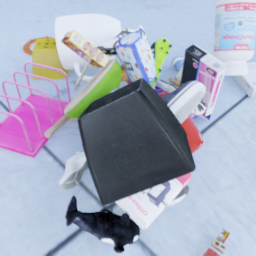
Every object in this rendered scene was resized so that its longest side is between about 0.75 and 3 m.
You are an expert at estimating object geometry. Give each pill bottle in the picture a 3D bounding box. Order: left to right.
[{"bbox_3d":[3.527,-2.974,9.329,1.296,2.383,1.296,-1,13,0],"label":"pill bottle"}]

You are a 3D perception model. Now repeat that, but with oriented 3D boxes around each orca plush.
[{"bbox_3d":[-0.323,1.828,5.705,0.684,1.924,1.012,-45,24,15],"label":"orca plush"}]

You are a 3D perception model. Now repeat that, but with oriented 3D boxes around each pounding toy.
[{"bbox_3d":[-0.895,-0.626,8.235,1.268,2.733,2.109,43,27,-15],"label":"pounding toy"}]

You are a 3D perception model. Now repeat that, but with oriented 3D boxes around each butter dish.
[{"bbox_3d":[0.995,0.301,7.798,1.907,1.410,1.902,-38,62,15],"label":"butter dish"}]

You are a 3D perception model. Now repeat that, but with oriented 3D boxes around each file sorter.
[{"bbox_3d":[-3.110,-0.684,8.647,1.741,1.571,2.505,14,45,14],"label":"file sorter"}]

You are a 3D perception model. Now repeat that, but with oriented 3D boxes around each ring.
[{"bbox_3d":[-3.978,-3.851,13.050,1.857,0.178,1.857,0,42,0],"label":"ring"}]

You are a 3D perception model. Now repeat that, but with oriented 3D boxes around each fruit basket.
[{"bbox_3d":[0.222,-1.619,10.149,1.742,0.882,1.881,3,46,-3],"label":"fruit basket"}]

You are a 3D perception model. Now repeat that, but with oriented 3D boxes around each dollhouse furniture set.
[{"bbox_3d":[1.900,2.647,5.923,0.371,0.491,0.913,32,46,30],"label":"dollhouse furniture set"}]

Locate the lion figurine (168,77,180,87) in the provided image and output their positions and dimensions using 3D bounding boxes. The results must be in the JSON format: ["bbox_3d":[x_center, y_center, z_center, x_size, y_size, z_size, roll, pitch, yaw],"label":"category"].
[{"bbox_3d":[1.664,-1.174,9.683,1.127,0.667,1.840,31,76,37],"label":"lion figurine"}]

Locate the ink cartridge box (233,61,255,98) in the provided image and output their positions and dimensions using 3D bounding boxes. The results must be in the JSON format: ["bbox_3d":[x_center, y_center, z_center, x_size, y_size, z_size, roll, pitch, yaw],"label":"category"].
[{"bbox_3d":[5.400,-2.174,11.025,2.386,0.526,2.431,-7,45,-7],"label":"ink cartridge box"}]

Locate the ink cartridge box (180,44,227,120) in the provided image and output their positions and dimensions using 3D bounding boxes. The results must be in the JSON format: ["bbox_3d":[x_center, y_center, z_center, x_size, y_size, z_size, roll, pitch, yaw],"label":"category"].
[{"bbox_3d":[2.128,-1.198,8.454,0.464,2.504,1.186,-37,61,-17],"label":"ink cartridge box"}]

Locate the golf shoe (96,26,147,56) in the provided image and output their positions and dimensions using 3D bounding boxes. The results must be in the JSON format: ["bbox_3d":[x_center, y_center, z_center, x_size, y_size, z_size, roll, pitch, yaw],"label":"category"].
[{"bbox_3d":[-0.232,-2.789,9.072,1.727,0.761,0.667,-13,1,-12],"label":"golf shoe"}]

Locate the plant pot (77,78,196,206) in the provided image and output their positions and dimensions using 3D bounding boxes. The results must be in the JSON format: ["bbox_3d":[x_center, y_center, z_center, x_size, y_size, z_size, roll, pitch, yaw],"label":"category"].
[{"bbox_3d":[0.062,0.079,5.175,1.740,1.544,1.736,-23,16,14],"label":"plant pot"}]

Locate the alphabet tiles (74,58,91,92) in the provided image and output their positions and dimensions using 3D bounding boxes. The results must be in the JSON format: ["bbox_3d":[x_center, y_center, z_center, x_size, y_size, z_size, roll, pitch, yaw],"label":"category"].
[{"bbox_3d":[-1.227,-1.365,7.410,0.035,0.936,0.782,27,75,-10],"label":"alphabet tiles"}]

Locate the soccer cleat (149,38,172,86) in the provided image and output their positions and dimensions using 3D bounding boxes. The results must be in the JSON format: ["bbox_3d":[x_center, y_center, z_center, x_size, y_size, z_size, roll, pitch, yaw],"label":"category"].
[{"bbox_3d":[0.761,-2.168,9.733,0.899,0.748,2.217,0,56,57],"label":"soccer cleat"}]

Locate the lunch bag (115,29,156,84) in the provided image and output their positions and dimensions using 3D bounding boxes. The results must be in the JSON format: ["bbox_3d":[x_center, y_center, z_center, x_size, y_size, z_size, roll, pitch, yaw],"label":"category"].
[{"bbox_3d":[0.250,-2.017,8.126,0.943,1.295,1.523,-22,27,8],"label":"lunch bag"}]

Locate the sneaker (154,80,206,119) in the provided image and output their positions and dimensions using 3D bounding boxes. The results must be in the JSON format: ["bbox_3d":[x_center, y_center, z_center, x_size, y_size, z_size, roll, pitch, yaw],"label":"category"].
[{"bbox_3d":[1.414,-0.691,8.290,0.954,0.987,2.366,14,15,-23],"label":"sneaker"}]

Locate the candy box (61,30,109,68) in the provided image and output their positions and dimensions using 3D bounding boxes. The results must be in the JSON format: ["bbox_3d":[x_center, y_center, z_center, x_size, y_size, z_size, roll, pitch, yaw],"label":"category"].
[{"bbox_3d":[-1.128,-2.044,7.366,0.681,1.167,0.330,20,79,58],"label":"candy box"}]

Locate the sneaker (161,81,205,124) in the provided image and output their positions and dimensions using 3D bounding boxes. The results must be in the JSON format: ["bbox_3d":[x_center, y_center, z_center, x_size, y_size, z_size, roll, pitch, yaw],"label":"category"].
[{"bbox_3d":[0.436,-0.167,6.707,2.978,1.168,1.183,-47,68,12],"label":"sneaker"}]

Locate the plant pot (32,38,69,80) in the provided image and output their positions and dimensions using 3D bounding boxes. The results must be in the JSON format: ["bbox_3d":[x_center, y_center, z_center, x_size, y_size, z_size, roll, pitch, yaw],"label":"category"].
[{"bbox_3d":[-3.122,-2.809,11.176,1.381,1.218,1.381,-2,44,-3],"label":"plant pot"}]

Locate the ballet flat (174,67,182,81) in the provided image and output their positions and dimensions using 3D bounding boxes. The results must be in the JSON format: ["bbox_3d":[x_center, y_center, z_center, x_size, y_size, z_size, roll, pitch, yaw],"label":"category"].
[{"bbox_3d":[2.637,-2.355,10.822,0.803,0.869,2.575,51,54,-6],"label":"ballet flat"}]

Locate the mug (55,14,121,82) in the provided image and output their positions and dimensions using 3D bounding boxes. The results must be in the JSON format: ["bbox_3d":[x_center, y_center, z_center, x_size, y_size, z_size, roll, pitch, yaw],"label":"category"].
[{"bbox_3d":[-1.311,-2.900,10.282,2.244,1.889,2.559,-6,75,1],"label":"mug"}]

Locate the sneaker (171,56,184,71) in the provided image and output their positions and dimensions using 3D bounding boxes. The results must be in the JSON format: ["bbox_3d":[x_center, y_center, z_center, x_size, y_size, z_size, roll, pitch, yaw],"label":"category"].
[{"bbox_3d":[2.513,-2.700,11.661,1.432,0.542,0.552,-18,66,-16],"label":"sneaker"}]

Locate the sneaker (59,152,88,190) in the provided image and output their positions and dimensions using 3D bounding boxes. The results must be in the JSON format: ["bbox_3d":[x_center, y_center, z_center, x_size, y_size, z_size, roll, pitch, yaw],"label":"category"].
[{"bbox_3d":[-1.479,1.136,7.575,0.549,0.482,1.370,12,37,22],"label":"sneaker"}]

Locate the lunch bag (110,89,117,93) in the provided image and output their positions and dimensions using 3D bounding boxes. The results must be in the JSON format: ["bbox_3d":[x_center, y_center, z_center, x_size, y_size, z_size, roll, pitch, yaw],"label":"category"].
[{"bbox_3d":[-0.402,-0.515,6.671,0.819,0.420,1.019,-40,19,9],"label":"lunch bag"}]

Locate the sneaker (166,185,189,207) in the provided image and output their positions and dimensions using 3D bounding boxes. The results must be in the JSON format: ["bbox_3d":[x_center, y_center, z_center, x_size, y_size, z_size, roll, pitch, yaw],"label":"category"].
[{"bbox_3d":[0.560,1.382,6.441,1.638,0.693,0.610,-11,19,26],"label":"sneaker"}]

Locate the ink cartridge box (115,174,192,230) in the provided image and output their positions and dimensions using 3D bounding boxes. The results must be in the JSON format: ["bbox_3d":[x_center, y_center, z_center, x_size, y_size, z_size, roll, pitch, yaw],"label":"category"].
[{"bbox_3d":[0.450,1.193,5.773,1.009,0.588,1.395,41,67,20],"label":"ink cartridge box"}]
